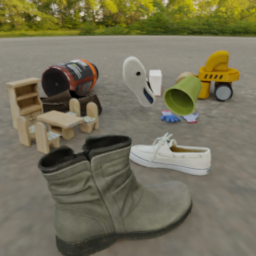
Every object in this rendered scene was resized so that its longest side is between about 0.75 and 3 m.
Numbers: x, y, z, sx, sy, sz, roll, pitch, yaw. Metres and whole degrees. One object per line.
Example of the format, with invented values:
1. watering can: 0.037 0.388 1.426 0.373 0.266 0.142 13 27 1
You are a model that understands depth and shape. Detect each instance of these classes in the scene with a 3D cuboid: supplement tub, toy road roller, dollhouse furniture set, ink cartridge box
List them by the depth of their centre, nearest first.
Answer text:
1. dollhouse furniture set: -2.379 -0.542 8.248 2.275 1.481 2.090 14 27 31
2. toy road roller: 3.362 -2.293 11.941 2.613 1.907 1.606 6 23 15
3. supplement tub: -2.331 -2.124 12.107 1.508 1.508 2.821 9 22 20
4. ink cartridge box: 1.232 -2.105 12.819 0.526 0.908 1.559 2 21 4

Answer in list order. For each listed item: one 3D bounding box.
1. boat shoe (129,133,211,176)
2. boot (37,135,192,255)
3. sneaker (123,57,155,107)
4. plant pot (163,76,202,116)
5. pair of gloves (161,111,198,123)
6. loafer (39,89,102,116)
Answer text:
1. boat shoe: 0.936 0.497 6.550 1.970 0.840 0.728 10 24 23
2. boot: 0.009 0.897 4.429 2.612 1.706 0.884 -11 25 -25
3. sneaker: 0.278 -1.737 9.579 0.740 2.025 1.133 -21 42 8
4. plant pot: 1.739 -1.049 8.387 1.029 1.029 0.977 16 51 35
5. pair of gloves: 1.781 -0.402 9.665 1.369 0.156 1.101 -2 23 -2
6. loafer: -2.161 -0.988 10.101 2.502 0.893 0.913 2 22 6
